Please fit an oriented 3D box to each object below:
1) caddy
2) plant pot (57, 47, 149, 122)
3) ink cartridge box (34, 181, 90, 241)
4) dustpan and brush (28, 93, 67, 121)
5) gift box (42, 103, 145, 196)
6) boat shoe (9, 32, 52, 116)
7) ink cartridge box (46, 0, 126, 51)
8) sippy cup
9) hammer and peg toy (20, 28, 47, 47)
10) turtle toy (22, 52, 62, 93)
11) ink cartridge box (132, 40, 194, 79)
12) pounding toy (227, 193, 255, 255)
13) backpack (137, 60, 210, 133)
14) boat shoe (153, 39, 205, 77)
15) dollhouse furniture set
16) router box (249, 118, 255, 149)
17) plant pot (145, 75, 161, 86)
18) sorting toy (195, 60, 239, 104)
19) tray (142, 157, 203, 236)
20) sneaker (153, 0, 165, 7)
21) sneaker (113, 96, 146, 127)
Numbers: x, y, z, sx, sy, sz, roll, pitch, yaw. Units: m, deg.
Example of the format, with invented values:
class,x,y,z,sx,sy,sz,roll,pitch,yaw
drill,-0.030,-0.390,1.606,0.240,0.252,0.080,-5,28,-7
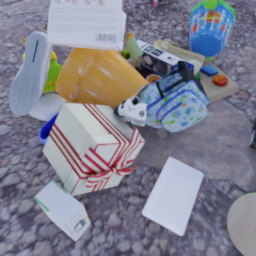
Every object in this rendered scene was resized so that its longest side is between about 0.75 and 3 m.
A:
class,x,y,z,sx,sy,sz,roll,pitch,yaw
caddy,-2.330,0.113,9.753,1.119,0.831,1.583,25,56,19
plant pot,-0.713,-1.536,10.050,2.456,2.683,2.683,35,59,10
ink cartridge box,-1.730,2.283,7.585,1.143,1.574,0.689,32,60,22
dustpan and brush,-2.512,-0.590,10.548,2.101,0.601,1.466,13,41,18
gift box,-0.971,0.524,8.101,2.141,2.320,2.166,-7,44,-45
boat shoe,-3.185,-1.793,9.649,1.059,2.879,0.961,25,12,2
ink cartridge box,-1.238,-3.491,8.455,2.351,0.526,2.071,8,97,13
sippy cup,3.385,-4.002,11.712,1.942,2.473,1.812,-17,46,47
hammer and peg toy,-4.283,-4.180,13.293,1.427,0.503,1.050,-36,59,-25
turtle toy,-3.158,-2.047,10.981,2.238,1.131,1.631,-14,86,-37
ink cartridge box,1.287,-2.321,11.039,0.559,1.417,2.850,-39,52,-24
pounding toy,3.993,2.658,7.544,2.327,1.080,1.797,-6,78,40
backpack,1.499,-0.810,9.603,2.200,2.013,1.617,-29,56,22
boat shoe,2.073,-3.143,11.712,1.060,0.915,2.907,20,24,-36
dollhouse furniture set,-0.147,-2.634,10.958,0.852,2.206,1.102,-15,71,-12
router box,5.227,0.137,9.947,1.420,0.472,1.806,20,55,15
plant pot,0.965,-1.496,10.844,1.052,0.963,1.052,2,55,-3
sorting toy,2.860,-1.841,11.545,2.826,0.378,2.106,-21,55,-16
tray,1.377,1.989,8.418,1.255,0.259,2.337,26,48,10
sneaker,1.790,-7.205,15.581,0.547,0.590,1.464,21,55,13
sneaker,0.104,-0.575,8.226,0.624,0.745,1.684,10,8,-28
